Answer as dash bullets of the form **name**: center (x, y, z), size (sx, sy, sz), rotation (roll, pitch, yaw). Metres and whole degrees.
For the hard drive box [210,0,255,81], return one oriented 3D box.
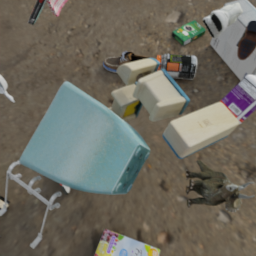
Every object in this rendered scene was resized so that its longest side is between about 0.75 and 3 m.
- **hard drive box**: center (4.515, -3.267, 10.820), size (0.998, 2.025, 2.598), rotation (-20, 63, -12)

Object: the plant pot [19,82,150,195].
- **plant pot**: center (-0.714, 0.501, 6.504), size (2.077, 2.033, 2.039), rotation (28, 87, 21)

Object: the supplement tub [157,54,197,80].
- **supplement tub**: center (1.856, -2.396, 10.946), size (1.511, 0.926, 0.926), rotation (6, 60, 3)

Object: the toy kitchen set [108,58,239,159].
- **toy kitchen set**: center (0.895, -0.278, 7.119), size (1.583, 2.153, 2.688), rotation (-20, 63, -28)

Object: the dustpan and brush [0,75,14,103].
- **dustpan and brush**: center (-2.928, -0.923, 6.492), size (0.830, 0.579, 0.237), rotation (40, 52, -15)

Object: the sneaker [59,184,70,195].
- **sneaker**: center (-1.865, 1.356, 9.015), size (0.788, 0.491, 1.470), rotation (-17, 59, -7)

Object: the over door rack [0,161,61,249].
- **over door rack**: center (-2.408, 1.810, 6.772), size (1.357, 1.837, 0.612), rotation (33, 28, 11)

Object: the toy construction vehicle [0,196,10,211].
- **toy construction vehicle**: center (-4.236, 2.537, 8.128), size (1.532, 0.539, 1.334), rotation (37, 56, -16)

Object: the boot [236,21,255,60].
- **boot**: center (2.906, -2.030, 6.903), size (0.415, 0.538, 1.110), rotation (24, 76, 9)

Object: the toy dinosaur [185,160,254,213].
- **toy dinosaur**: center (1.953, 1.374, 6.508), size (1.169, 2.285, 0.879), rotation (4, 95, 6)

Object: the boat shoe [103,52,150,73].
- **boat shoe**: center (0.001, -2.688, 11.220), size (2.044, 0.740, 0.738), rotation (2, 60, 1)

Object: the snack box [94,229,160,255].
- **snack box**: center (-0.122, 3.734, 7.598), size (1.650, 0.558, 1.391), rotation (17, 61, 8)

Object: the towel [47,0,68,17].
- **towel**: center (-2.729, -5.093, 10.733), size (0.214, 1.430, 1.047), rotation (26, 79, 9)

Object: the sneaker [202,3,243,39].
- **sneaker**: center (2.687, -3.081, 8.032), size (0.770, 1.901, 0.714), rotation (-33, 100, 9)

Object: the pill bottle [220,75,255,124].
- **pill bottle**: center (2.791, -0.729, 6.595), size (1.277, 0.718, 0.718), rotation (-47, 64, 20)

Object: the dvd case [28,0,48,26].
- **dvd case**: center (-2.220, -3.958, 7.883), size (0.214, 1.943, 1.418), rotation (27, 55, -22)

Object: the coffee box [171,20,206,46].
- **coffee box**: center (2.673, -4.187, 12.354), size (1.312, 0.289, 0.807), rotation (-33, 65, -17)
